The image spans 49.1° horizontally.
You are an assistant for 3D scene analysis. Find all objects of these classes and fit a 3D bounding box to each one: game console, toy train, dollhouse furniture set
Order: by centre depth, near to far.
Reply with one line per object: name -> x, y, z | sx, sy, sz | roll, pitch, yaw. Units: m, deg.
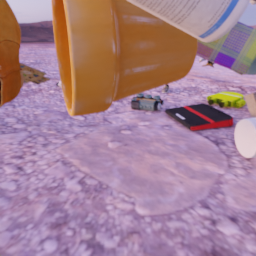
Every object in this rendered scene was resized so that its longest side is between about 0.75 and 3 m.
dollhouse furniture set -> 5.623, -1.172, 9.978 | 1.448, 2.044, 2.225 | -17, -3, -33
game console -> 2.571, -0.399, 10.254 | 1.838, 0.322, 2.078 | -10, 23, -16
toy train -> 0.757, -1.011, 11.475 | 1.381, 0.588, 0.787 | 10, 36, 20

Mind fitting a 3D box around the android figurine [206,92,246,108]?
android figurine -> 4.308, -1.238, 12.257 | 1.765, 0.362, 1.606 | -20, 28, -39

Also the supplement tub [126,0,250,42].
supplement tub -> 0.723, -2.104, 3.958 | 1.795, 1.184, 1.184 | 21, 15, -19

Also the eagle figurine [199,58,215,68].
eagle figurine -> 2.951, -2.855, 10.716 | 0.910, 1.200, 0.905 | -14, 32, 35

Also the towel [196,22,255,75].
towel -> 2.926, -2.512, 8.310 | 1.878, 1.348, 0.214 | 33, 15, 24

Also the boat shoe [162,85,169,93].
boat shoe -> 1.932, -2.011, 14.372 | 0.331, 0.275, 0.922 | 7, 22, 19

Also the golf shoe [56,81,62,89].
golf shoe -> -3.302, -2.219, 14.652 | 0.660, 0.521, 1.434 | -16, 17, -27

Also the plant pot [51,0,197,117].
plant pot -> -0.113, -1.895, 6.196 | 2.728, 2.980, 2.980 | -8, 23, -17

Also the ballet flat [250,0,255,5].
ballet flat -> 3.116, -3.386, 7.084 | 0.473, 0.473, 1.294 | -9, 35, -23

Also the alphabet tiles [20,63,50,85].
alphabet tiles -> -3.603, -1.830, 9.222 | 1.846, 0.058, 1.536 | 18, -17, -42

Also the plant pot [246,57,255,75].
plant pot -> 4.055, -2.250, 8.927 | 0.997, 0.995, 1.016 | -27, 48, -10

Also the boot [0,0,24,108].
boot -> -3.386, -2.086, 7.067 | 1.052, 2.990, 2.141 | -11, 18, -4

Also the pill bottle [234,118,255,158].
pill bottle -> 4.107, 0.168, 7.239 | 2.404, 1.340, 1.340 | -5, 22, -10
